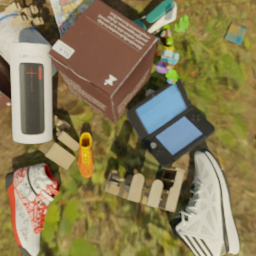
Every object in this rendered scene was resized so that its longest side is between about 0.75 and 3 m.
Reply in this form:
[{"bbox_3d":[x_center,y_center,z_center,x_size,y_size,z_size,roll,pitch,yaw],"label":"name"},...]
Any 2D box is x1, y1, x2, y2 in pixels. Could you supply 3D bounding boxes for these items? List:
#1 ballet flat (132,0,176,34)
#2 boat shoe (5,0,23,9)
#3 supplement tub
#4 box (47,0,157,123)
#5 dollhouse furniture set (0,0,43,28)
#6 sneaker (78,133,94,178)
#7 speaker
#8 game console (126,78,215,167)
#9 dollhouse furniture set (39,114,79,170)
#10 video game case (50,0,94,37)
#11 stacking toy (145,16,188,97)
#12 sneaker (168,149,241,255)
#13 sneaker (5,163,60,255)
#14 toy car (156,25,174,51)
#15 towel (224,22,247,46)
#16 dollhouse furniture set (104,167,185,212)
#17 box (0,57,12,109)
[{"bbox_3d":[0.582,-3.131,8.841,2.240,0.778,0.778,-31,78,4],"label":"ballet flat"},{"bbox_3d":[-3.724,-4.051,9.291,0.540,0.462,1.474,10,80,-18],"label":"boat shoe"},{"bbox_3d":[-3.116,-2.383,8.390,1.303,1.303,1.974,-43,81,-10],"label":"supplement tub"},{"bbox_3d":[-0.590,-1.659,7.677,1.944,2.344,1.924,36,79,8],"label":"box"},{"bbox_3d":[-3.095,-3.269,7.841,0.674,0.952,1.036,-19,101,24],"label":"dollhouse furniture set"},{"bbox_3d":[-1.243,0.775,8.023,0.478,0.506,1.311,-6,78,-3],"label":"sneaker"},{"bbox_3d":[-2.503,-0.918,7.294,1.025,1.025,2.524,4,102,1],"label":"speaker"},{"bbox_3d":[1.212,-0.163,7.866,1.912,1.131,1.632,-35,55,-8],"label":"game console"},{"bbox_3d":[-2.065,0.374,8.273,1.145,0.933,1.089,25,74,42],"label":"dollhouse furniture set"},{"bbox_3d":[-1.673,-4.106,8.736,1.534,0.191,2.143,-19,107,-14],"label":"video game case"},{"bbox_3d":[1.042,-1.843,7.843,0.518,2.203,1.661,13,79,-5],"label":"stacking toy"},{"bbox_3d":[1.802,2.019,7.412,1.619,1.062,2.814,-10,78,-5],"label":"sneaker"},{"bbox_3d":[-2.408,2.135,7.522,1.272,0.792,2.373,-19,74,-2],"label":"sneaker"},{"bbox_3d":[0.987,-2.770,8.896,0.795,0.628,0.653,-13,65,8],"label":"toy car"},{"bbox_3d":[3.540,-3.105,9.211,0.551,0.081,0.751,25,75,5],"label":"towel"},{"bbox_3d":[0.485,1.407,7.397,1.712,1.501,1.137,22,77,-22],"label":"dollhouse furniture set"},{"bbox_3d":[-4.201,-1.361,8.190,1.214,1.202,1.464,-16,77,-4],"label":"box"}]
